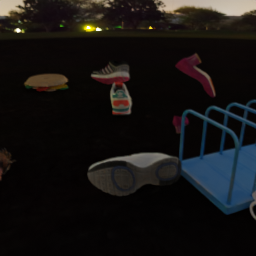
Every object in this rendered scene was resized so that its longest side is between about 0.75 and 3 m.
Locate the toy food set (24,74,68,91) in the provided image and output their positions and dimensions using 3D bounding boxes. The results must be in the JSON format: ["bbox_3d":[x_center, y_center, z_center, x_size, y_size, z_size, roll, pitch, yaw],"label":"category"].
[{"bbox_3d":[-4.431,-2.451,15.228,2.270,0.552,2.247,-10,25,-23],"label":"toy food set"}]

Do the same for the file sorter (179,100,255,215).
[{"bbox_3d":[2.934,0.424,6.741,2.895,1.776,2.009,-9,25,-22],"label":"file sorter"}]

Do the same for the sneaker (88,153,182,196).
[{"bbox_3d":[0.122,1.037,6.777,2.268,0.845,0.988,-1,10,-20],"label":"sneaker"}]

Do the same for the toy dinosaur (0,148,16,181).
[{"bbox_3d":[-3.270,1.049,6.654,1.207,0.764,1.781,-3,27,-25],"label":"toy dinosaur"}]

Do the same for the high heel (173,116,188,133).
[{"bbox_3d":[1.488,-0.265,7.912,0.348,0.496,1.031,-7,20,19],"label":"high heel"}]

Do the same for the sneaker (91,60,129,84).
[{"bbox_3d":[-0.761,-2.544,12.550,2.116,0.926,0.781,3,-12,40],"label":"sneaker"}]

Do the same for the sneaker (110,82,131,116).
[{"bbox_3d":[-0.296,-1.440,11.945,0.904,1.200,2.567,-1,23,-1],"label":"sneaker"}]

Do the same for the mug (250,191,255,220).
[{"bbox_3d":[2.824,1.567,5.572,0.779,0.575,0.683,-29,56,10],"label":"mug"}]

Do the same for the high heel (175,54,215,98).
[{"bbox_3d":[2.189,-1.551,9.004,0.750,1.563,0.526,-25,21,25],"label":"high heel"}]
